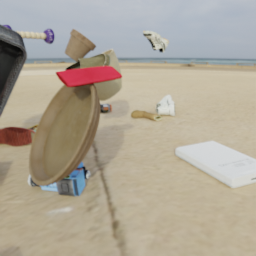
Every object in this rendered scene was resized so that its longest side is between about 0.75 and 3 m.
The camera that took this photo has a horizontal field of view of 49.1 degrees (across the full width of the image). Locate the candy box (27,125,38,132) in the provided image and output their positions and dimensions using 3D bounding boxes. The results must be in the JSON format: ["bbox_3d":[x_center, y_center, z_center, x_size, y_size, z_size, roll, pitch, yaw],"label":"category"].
[{"bbox_3d":[-3.821,0.099,12.828,1.269,0.328,2.483,9,18,19],"label":"candy box"}]

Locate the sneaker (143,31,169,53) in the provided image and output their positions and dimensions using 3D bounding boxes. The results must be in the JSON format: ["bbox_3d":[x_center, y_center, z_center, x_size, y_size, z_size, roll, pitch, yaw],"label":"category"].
[{"bbox_3d":[0.667,-2.104,6.891,0.832,0.365,0.315,15,11,-39],"label":"sneaker"}]

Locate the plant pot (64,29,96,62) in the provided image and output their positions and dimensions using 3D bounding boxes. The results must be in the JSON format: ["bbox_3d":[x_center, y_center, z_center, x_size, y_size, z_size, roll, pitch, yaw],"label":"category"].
[{"bbox_3d":[-1.570,-2.507,8.770,0.893,0.779,0.893,35,4,-2],"label":"plant pot"}]

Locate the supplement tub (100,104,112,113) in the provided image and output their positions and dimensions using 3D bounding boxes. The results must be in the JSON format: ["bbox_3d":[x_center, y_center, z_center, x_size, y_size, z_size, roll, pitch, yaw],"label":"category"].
[{"bbox_3d":[-1.447,-1.157,16.694,0.895,0.548,0.548,-3,17,-13],"label":"supplement tub"}]

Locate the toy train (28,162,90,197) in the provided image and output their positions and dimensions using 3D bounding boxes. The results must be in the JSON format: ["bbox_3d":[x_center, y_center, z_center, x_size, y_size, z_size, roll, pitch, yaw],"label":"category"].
[{"bbox_3d":[-1.977,1.364,7.868,1.749,0.758,0.999,3,23,11],"label":"toy train"}]

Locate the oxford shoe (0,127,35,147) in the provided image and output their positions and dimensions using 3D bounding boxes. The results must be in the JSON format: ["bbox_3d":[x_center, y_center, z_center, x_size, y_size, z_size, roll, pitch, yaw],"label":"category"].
[{"bbox_3d":[-4.840,0.267,11.415,2.333,0.822,0.873,0,14,0],"label":"oxford shoe"}]

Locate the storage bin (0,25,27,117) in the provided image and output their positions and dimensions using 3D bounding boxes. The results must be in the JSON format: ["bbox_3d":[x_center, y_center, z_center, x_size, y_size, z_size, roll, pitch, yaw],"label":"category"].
[{"bbox_3d":[-4.397,-1.696,8.278,1.879,2.779,1.303,19,24,-36],"label":"storage bin"}]

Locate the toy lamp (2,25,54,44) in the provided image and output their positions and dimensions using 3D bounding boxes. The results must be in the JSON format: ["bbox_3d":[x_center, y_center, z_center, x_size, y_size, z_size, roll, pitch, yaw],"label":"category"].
[{"bbox_3d":[-3.496,-3.105,9.407,0.624,0.624,2.144,13,20,38],"label":"toy lamp"}]

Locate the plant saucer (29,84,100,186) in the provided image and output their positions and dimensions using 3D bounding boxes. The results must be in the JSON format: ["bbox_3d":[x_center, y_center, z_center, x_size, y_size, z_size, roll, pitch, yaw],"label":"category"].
[{"bbox_3d":[-1.357,0.056,5.968,0.363,2.465,2.465,26,-1,-35],"label":"plant saucer"}]

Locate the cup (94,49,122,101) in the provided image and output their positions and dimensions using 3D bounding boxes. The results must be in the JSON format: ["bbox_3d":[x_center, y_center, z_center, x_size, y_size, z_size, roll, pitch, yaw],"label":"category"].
[{"bbox_3d":[-1.088,-1.985,11.387,2.088,1.493,2.088,-29,23,13],"label":"cup"}]

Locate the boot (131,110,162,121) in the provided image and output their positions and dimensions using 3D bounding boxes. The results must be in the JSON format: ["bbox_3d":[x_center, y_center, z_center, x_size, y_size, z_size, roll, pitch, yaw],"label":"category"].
[{"bbox_3d":[0.990,-0.657,15.208,1.179,0.445,1.347,-13,22,-37],"label":"boot"}]

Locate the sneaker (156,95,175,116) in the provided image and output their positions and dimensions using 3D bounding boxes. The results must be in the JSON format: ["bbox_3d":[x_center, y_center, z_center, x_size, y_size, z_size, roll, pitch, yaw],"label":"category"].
[{"bbox_3d":[2.151,-1.345,16.786,1.076,0.997,2.654,-8,15,4],"label":"sneaker"}]

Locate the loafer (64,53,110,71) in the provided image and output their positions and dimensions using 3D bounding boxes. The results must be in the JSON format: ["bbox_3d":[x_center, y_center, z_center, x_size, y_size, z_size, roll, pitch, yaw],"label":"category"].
[{"bbox_3d":[-1.205,-1.759,8.133,1.471,0.553,0.512,-22,-20,14],"label":"loafer"}]

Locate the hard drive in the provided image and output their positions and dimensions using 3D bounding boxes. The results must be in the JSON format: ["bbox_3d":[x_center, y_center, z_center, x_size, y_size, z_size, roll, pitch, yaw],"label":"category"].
[{"bbox_3d":[3.105,1.111,9.329,1.803,0.365,2.733,-8,18,-24],"label":"hard drive"}]

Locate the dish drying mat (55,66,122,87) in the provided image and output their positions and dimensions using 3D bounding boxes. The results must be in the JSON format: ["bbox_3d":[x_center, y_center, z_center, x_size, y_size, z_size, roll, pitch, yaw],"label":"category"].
[{"bbox_3d":[-0.740,-1.018,5.488,1.265,0.115,0.486,-18,53,-37],"label":"dish drying mat"}]
